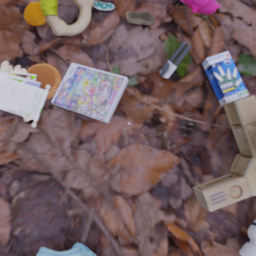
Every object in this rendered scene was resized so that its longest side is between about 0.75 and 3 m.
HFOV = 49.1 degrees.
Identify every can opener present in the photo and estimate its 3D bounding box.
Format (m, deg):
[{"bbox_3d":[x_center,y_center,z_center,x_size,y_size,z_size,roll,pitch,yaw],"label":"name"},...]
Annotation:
[{"bbox_3d":[1.488,-2.147,8.895,0.349,0.437,1.308,38,102,4],"label":"can opener"}]

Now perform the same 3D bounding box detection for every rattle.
[{"bbox_3d":[-1.937,-4.116,9.618,2.614,1.867,1.702,-45,109,-27],"label":"rattle"}]

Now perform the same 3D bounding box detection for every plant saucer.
[{"bbox_3d":[-2.823,-1.515,9.076,1.290,0.241,1.290,0,76,0],"label":"plant saucer"}]

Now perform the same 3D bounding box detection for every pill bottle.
[{"bbox_3d":[4.041,2.764,7.460,1.255,1.255,2.260,42,80,9],"label":"pill bottle"}]

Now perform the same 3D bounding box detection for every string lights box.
[{"bbox_3d":[3.076,-1.555,8.923,0.804,0.461,1.565,-20,81,-8],"label":"string lights box"}]

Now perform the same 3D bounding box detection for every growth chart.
[{"bbox_3d":[-3.586,-1.163,8.886,2.269,0.201,1.642,23,83,9],"label":"growth chart"}]

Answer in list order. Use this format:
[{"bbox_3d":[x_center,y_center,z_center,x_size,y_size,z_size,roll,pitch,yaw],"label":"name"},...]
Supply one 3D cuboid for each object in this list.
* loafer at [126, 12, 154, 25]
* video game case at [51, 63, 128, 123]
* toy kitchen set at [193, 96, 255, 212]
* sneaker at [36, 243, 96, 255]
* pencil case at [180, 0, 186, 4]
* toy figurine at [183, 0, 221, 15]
[{"bbox_3d":[0.403,-3.727,9.549,1.011,0.345,0.382,4,82,-16],"label":"loafer"},{"bbox_3d":[-1.215,-1.130,8.675,2.110,0.190,1.511,19,77,24],"label":"video game case"},{"bbox_3d":[2.800,0.662,7.358,2.282,2.064,2.530,-19,91,-4],"label":"toy kitchen set"},{"bbox_3d":[-1.091,3.651,7.497,2.869,1.060,1.175,10,48,-12],"label":"sneaker"},{"bbox_3d":[1.621,-4.893,9.686,1.354,0.598,0.598,41,80,8],"label":"pencil case"},{"bbox_3d":[2.566,-4.875,8.709,2.690,2.019,2.476,-10,93,17],"label":"toy figurine"}]
